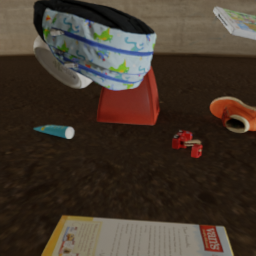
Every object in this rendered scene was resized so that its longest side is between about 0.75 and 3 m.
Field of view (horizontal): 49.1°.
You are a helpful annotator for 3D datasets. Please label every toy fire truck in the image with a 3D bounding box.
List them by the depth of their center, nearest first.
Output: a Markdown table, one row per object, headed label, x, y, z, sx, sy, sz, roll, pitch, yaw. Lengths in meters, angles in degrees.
| label | x | y | z | sx | sy | sz | roll | pitch | yaw |
| --- | --- | --- | --- | --- | --- | --- | --- | --- | --- |
| toy fire truck | 2.019 | 0.494 | 9.339 | 1.017 | 0.351 | 1.442 | 9 | 21 | 24 |

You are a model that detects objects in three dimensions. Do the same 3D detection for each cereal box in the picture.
| label | x | y | z | sx | sy | sz | roll | pitch | yaw |
| --- | --- | --- | --- | --- | --- | --- | --- | --- | --- |
| cereal box | 0.118 | 2.232 | 4.109 | 2.938 | 0.581 | 2.114 | 2 | 20 | 7 |

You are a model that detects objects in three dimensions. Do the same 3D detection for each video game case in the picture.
| label | x | y | z | sx | sy | sz | roll | pitch | yaw |
| --- | --- | --- | --- | --- | --- | --- | --- | --- | --- |
| video game case | 3.065 | -2.603 | 7.119 | 1.511 | 0.167 | 1.375 | 7 | 43 | -14 |

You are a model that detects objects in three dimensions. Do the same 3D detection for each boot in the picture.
| label | x | y | z | sx | sy | sz | roll | pitch | yaw |
| --- | --- | --- | --- | --- | --- | --- | --- | --- | --- |
| boot | 4.155 | -0.540 | 11.415 | 1.433 | 1.003 | 2.673 | -17 | 26 | -27 |

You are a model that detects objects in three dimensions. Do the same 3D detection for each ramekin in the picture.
| label | x | y | z | sx | sy | sz | roll | pitch | yaw |
| --- | --- | --- | --- | --- | --- | --- | --- | --- | --- |
| ramekin | -1.910 | -2.354 | 9.081 | 2.355 | 2.355 | 1.236 | 17 | 65 | 40 |

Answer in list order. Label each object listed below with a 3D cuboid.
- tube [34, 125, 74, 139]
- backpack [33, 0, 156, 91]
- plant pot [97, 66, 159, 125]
| label | x | y | z | sx | sy | sz | roll | pitch | yaw |
| --- | --- | --- | --- | --- | --- | --- | --- | --- | --- |
| tube | -2.772 | 0.089 | 10.515 | 1.651 | 0.416 | 0.639 | 8 | 10 | 33 |
| backpack | -0.550 | -1.806 | 5.910 | 2.395 | 1.842 | 1.954 | 14 | 16 | 34 |
| plant pot | 0.083 | -1.607 | 12.494 | 2.495 | 2.199 | 2.492 | 3 | 19 | 10 |
